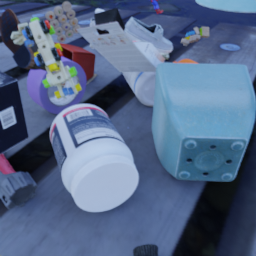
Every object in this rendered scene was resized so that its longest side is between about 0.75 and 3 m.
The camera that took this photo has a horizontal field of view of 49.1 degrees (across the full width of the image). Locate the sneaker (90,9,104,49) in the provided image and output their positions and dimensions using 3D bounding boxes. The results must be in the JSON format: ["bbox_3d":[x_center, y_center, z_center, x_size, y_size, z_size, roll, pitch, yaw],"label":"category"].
[{"bbox_3d":[-1.258,-3.943,11.165,0.664,1.639,0.616,16,36,-19],"label":"sneaker"}]

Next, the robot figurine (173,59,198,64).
[{"bbox_3d":[2.668,-1.941,11.434,1.405,1.733,2.409,-42,44,-2],"label":"robot figurine"}]

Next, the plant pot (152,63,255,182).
[{"bbox_3d":[2.035,-0.009,7.838,2.619,2.626,2.675,2,40,3],"label":"plant pot"}]

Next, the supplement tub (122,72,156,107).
[{"bbox_3d":[0.756,-2.128,11.505,1.624,1.624,2.462,-9,38,-13],"label":"supplement tub"}]

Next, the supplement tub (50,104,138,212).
[{"bbox_3d":[-0.964,0.696,7.403,1.815,1.815,2.587,-13,38,-18],"label":"supplement tub"}]

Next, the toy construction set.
[{"bbox_3d":[-1.837,-1.673,6.391,0.945,2.052,1.346,-38,0,-1],"label":"toy construction set"}]

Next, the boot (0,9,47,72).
[{"bbox_3d":[-3.150,-2.599,8.585,1.030,0.794,2.125,7,55,-65],"label":"boot"}]

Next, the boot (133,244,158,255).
[{"bbox_3d":[0.634,2.808,5.675,1.113,0.419,0.832,2,36,3],"label":"boot"}]

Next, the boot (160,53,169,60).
[{"bbox_3d":[1.698,-3.729,14.763,0.916,0.427,1.184,-1,34,-2],"label":"boot"}]

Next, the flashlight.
[{"bbox_3d":[-3.437,1.010,7.799,2.743,0.929,0.932,34,18,36],"label":"flashlight"}]

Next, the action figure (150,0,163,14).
[{"bbox_3d":[0.949,-4.700,10.409,0.245,0.949,0.310,-48,30,-5],"label":"action figure"}]

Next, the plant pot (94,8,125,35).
[{"bbox_3d":[-0.618,-3.217,9.052,0.817,0.819,0.727,-7,57,18],"label":"plant pot"}]

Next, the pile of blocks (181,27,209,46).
[{"bbox_3d":[2.289,-3.189,9.752,1.107,0.454,0.344,-22,-2,-7],"label":"pile of blocks"}]

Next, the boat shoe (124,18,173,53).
[{"bbox_3d":[0.940,-3.622,10.948,2.361,0.841,0.824,10,42,-32],"label":"boat shoe"}]

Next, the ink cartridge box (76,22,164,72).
[{"bbox_3d":[-0.215,-2.652,9.011,1.917,2.364,0.593,11,69,43],"label":"ink cartridge box"}]

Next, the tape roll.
[{"bbox_3d":[-2.617,-1.602,10.411,2.038,2.038,0.866,-30,46,-35],"label":"tape roll"}]

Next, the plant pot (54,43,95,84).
[{"bbox_3d":[-2.379,-2.892,12.644,1.399,1.586,1.588,-17,38,-41],"label":"plant pot"}]

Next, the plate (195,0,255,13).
[{"bbox_3d":[2.350,-2.745,5.834,1.843,0.236,1.843,-1,37,0],"label":"plate"}]

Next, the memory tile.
[{"bbox_3d":[-2.414,-3.965,10.596,1.066,1.391,0.117,-33,58,-8],"label":"memory tile"}]

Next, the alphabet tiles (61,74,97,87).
[{"bbox_3d":[-2.807,-2.460,13.292,2.400,0.076,1.997,13,38,17],"label":"alphabet tiles"}]

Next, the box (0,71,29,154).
[{"bbox_3d":[-3.440,-0.533,6.876,1.618,1.777,0.925,28,44,27],"label":"box"}]
